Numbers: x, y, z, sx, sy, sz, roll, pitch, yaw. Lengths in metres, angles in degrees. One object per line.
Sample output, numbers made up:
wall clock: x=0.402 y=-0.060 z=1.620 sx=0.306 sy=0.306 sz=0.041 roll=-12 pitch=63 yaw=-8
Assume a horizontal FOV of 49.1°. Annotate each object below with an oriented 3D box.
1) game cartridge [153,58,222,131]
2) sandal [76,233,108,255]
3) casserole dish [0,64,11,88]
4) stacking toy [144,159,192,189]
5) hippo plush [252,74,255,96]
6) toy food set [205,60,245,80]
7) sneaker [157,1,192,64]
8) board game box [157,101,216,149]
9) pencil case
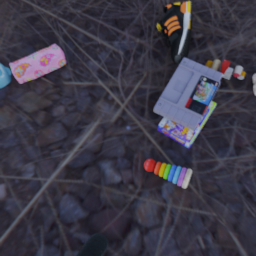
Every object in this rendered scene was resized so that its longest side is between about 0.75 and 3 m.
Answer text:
game cartridge: x=2.078 y=-1.205 z=9.473 sx=1.561 sy=0.462 sz=2.408 roll=25 pitch=67 yaw=16
sandal: x=-1.312 y=3.777 z=7.530 sx=0.767 sy=0.488 sz=2.041 roll=40 pitch=58 yaw=18
casserole dish: x=-5.239 y=-1.776 z=10.231 sx=1.879 sy=0.365 sz=1.138 roll=-31 pitch=68 yaw=-15
stacking toy: x=1.185 y=1.322 z=8.629 sx=1.451 sy=0.620 sz=0.620 roll=20 pitch=66 yaw=14
hippo plush: x=5.247 y=-1.596 z=9.526 sx=1.433 sy=1.447 sz=1.799 roll=-42 pitch=71 yaw=-18
toy food set: x=3.491 y=-1.987 z=10.176 sx=1.445 sy=0.690 sz=0.650 roll=23 pitch=82 yaw=8
sneaker: x=1.726 y=-3.681 z=10.892 sx=1.341 sy=1.043 sz=2.981 roll=5 pitch=63 yaw=18
board game box: x=2.002 y=-0.377 z=9.517 sx=1.226 sy=0.408 sz=1.823 roll=31 pitch=68 yaw=14
pencil case: x=-3.267 y=-2.359 z=10.267 sx=1.976 sy=0.864 sz=0.864 roll=-30 pitch=68 yaw=-14
